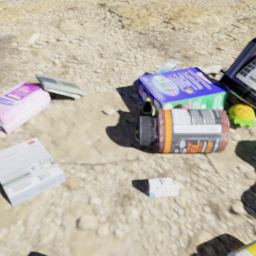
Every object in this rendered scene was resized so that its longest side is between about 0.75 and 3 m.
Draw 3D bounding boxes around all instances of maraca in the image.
[{"bbox_3d":[4.225,-0.434,10.362,0.918,0.716,1.339,5,37,7],"label":"maraca"}]

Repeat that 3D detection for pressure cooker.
[{"bbox_3d":[4.918,-1.805,10.759,2.308,2.584,2.272,26,24,-22],"label":"pressure cooker"}]

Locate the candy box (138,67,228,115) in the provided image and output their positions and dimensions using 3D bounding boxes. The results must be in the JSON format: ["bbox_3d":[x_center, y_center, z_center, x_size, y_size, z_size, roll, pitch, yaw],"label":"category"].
[{"bbox_3d":[2.105,-1.364,11.285,2.812,1.083,2.377,-13,38,-14],"label":"candy box"}]

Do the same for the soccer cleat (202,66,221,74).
[{"bbox_3d":[3.966,-2.825,13.681,1.103,0.382,0.428,-15,31,8],"label":"soccer cleat"}]

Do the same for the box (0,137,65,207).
[{"bbox_3d":[-3.081,1.217,8.430,1.594,0.421,2.044,-24,44,-29],"label":"box"}]

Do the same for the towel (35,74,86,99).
[{"bbox_3d":[-2.885,-1.766,11.924,1.854,0.320,1.785,7,21,-36],"label":"towel"}]

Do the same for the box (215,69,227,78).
[{"bbox_3d":[4.601,-2.692,13.805,0.605,0.187,0.757,4,37,9],"label":"box"}]

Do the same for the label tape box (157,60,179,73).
[{"bbox_3d":[1.753,-2.260,12.509,0.482,1.045,1.459,19,41,24],"label":"label tape box"}]

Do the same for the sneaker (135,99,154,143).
[{"bbox_3d":[0.546,-0.261,9.805,0.601,0.693,1.675,2,61,13],"label":"sneaker"}]

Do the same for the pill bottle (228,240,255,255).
[{"bbox_3d":[2.575,2.900,5.992,1.187,0.668,0.668,-15,40,-18],"label":"pill bottle"}]

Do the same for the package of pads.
[{"bbox_3d":[-4.302,-0.820,10.738,1.415,0.888,2.348,20,41,20],"label":"package of pads"}]

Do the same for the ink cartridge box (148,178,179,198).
[{"bbox_3d":[0.982,1.660,7.796,0.817,0.470,0.277,-3,37,-4],"label":"ink cartridge box"}]

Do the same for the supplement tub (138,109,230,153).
[{"bbox_3d":[1.715,0.108,9.056,2.727,1.458,1.458,0,37,0],"label":"supplement tub"}]
